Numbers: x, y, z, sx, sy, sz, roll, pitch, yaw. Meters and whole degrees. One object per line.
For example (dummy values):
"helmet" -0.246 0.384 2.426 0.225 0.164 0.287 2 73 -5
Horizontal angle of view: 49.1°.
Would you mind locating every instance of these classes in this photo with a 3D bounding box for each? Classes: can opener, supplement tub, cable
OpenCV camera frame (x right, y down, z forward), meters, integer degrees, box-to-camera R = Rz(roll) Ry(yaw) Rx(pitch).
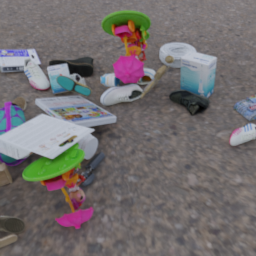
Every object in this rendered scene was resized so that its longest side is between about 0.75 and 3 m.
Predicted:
"can opener" -1.195 1.400 9.434 0.374 0.469 1.404 -24 17 41
"supplement tub" -1.843 0.508 9.942 1.315 0.956 0.956 21 44 23
"cable" 2.762 -4.072 15.558 2.027 0.702 2.026 -22 43 -25

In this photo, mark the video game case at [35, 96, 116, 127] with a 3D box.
"video game case" -2.127 -0.692 11.104 2.067 0.260 2.886 -10 28 -38

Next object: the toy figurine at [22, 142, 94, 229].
"toy figurine" -1.663 1.721 7.852 1.655 2.029 2.205 -14 18 6

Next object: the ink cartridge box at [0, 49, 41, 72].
"ink cartridge box" -5.931 -3.688 15.227 2.008 0.436 1.989 -9 41 -23

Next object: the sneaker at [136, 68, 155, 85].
"sneaker" 0.380 -2.550 13.722 1.941 0.743 0.784 3 37 5

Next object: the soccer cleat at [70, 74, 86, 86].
"soccer cleat" -2.628 -2.398 13.597 1.538 0.664 0.537 28 46 29

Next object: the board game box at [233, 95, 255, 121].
"board game box" 5.487 -0.792 11.892 1.354 0.418 1.354 -18 43 -20

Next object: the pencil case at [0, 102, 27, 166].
"pencil case" -4.213 0.180 10.187 1.053 1.144 2.475 -16 42 -15

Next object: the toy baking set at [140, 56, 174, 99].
"toy baking set" 1.246 -2.269 12.158 0.325 2.146 2.796 41 22 1

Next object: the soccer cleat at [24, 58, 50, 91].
"soccer cleat" -4.558 -2.641 13.644 0.791 0.977 2.264 -25 47 -27

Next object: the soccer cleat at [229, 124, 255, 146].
"soccer cleat" 4.411 0.247 10.431 1.575 0.550 0.680 -27 28 -33

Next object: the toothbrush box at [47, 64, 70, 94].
"toothbrush box" -3.148 -2.256 12.953 0.901 1.230 0.525 -14 5 -18

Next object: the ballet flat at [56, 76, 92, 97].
"ballet flat" -2.345 -1.810 12.168 1.594 0.563 0.563 22 39 -12

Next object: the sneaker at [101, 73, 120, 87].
"sneaker" -0.764 -2.246 12.975 0.729 0.691 1.806 5 9 8

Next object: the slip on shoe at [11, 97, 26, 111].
"slip on shoe" -4.818 -0.896 11.944 0.634 0.505 1.667 2 40 3

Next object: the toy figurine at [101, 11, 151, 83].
"toy figurine" 0.115 -3.173 12.251 2.138 2.848 2.622 -6 82 23

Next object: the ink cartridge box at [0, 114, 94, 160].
"ink cartridge box" -2.529 0.389 8.685 2.365 0.675 1.923 19 34 26

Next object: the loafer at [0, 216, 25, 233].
"loafer" -3.386 2.593 7.636 1.141 0.389 0.432 23 71 -28

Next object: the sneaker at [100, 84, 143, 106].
"sneaker" -0.218 -1.456 12.381 2.075 0.758 0.735 -24 36 -27

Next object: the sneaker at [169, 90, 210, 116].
"sneaker" 2.559 -1.102 12.060 1.757 0.672 1.007 19 37 14

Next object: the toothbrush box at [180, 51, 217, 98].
"toothbrush box" 3.099 -2.324 12.507 1.339 1.829 0.780 25 52 33

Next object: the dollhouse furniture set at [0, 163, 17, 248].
"dollhouse furniture set" -3.862 2.038 7.900 1.098 1.285 2.480 -19 44 -18

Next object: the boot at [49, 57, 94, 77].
"boot" -2.900 -3.330 14.704 2.232 0.865 1.544 10 35 -8
